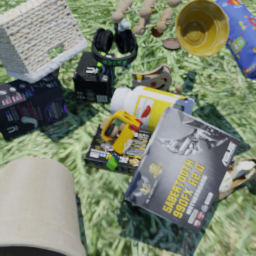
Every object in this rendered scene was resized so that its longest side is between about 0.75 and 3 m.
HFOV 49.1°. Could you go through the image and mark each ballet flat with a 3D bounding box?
[{"bbox_3d":[3.010,1.444,8.295,2.222,0.725,0.783,-25,53,-20],"label":"ballet flat"}]

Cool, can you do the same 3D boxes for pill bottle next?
[{"bbox_3d":[0.801,-0.594,9.608,2.625,1.461,1.461,17,51,14],"label":"pill bottle"}]

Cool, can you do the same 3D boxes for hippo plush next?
[{"bbox_3d":[-0.180,-4.078,11.271,0.777,0.625,0.619,42,49,11],"label":"hippo plush"}]

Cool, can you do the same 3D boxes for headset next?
[{"bbox_3d":[-0.469,-2.898,9.885,1.572,1.196,2.546,2,50,-3],"label":"headset"}]

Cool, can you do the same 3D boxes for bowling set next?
[{"bbox_3d":[0.801,-3.301,8.667,2.299,1.600,1.234,-3,49,29],"label":"bowling set"}]

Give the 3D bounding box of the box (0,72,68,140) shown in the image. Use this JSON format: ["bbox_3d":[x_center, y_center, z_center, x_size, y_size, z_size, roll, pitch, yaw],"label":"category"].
[{"bbox_3d":[-3.529,-0.847,9.831,2.380,1.455,1.262,-23,52,-20],"label":"box"}]

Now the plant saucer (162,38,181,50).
[{"bbox_3d":[2.110,-4.052,13.562,0.955,0.164,0.955,0,48,1],"label":"plant saucer"}]

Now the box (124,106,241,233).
[{"bbox_3d":[1.197,0.910,6.319,1.803,0.550,2.277,26,88,-2],"label":"box"}]

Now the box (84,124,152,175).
[{"bbox_3d":[-0.279,0.688,9.146,1.923,0.474,1.535,10,51,9],"label":"box"}]

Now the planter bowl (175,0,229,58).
[{"bbox_3d":[1.747,-2.411,6.998,1.383,1.383,0.576,-9,5,-8],"label":"planter bowl"}]

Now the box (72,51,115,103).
[{"bbox_3d":[-1.290,-2.037,11.117,1.360,1.138,1.831,5,49,4],"label":"box"}]

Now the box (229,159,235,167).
[{"bbox_3d":[2.841,0.953,8.935,0.727,0.415,0.798,-11,49,-9],"label":"box"}]

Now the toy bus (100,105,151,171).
[{"bbox_3d":[-0.183,0.052,5.341,0.665,1.287,1.215,32,58,1],"label":"toy bus"}]

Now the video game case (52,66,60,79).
[{"bbox_3d":[-3.351,-2.036,10.768,1.428,1.999,0.190,-21,91,-18],"label":"video game case"}]

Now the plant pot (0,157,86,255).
[{"bbox_3d":[-2.289,2.258,6.461,2.945,2.945,2.696,-5,37,-5],"label":"plant pot"}]

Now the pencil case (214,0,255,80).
[{"bbox_3d":[3.074,-2.451,7.634,0.986,1.097,2.527,-5,60,-36],"label":"pencil case"}]

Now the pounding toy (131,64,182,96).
[{"bbox_3d":[1.124,-1.688,10.808,1.984,1.134,1.138,0,48,1],"label":"pounding toy"}]

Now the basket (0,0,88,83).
[{"bbox_3d":[-2.854,-2.740,8.506,2.187,1.775,2.207,-42,38,-25],"label":"basket"}]
